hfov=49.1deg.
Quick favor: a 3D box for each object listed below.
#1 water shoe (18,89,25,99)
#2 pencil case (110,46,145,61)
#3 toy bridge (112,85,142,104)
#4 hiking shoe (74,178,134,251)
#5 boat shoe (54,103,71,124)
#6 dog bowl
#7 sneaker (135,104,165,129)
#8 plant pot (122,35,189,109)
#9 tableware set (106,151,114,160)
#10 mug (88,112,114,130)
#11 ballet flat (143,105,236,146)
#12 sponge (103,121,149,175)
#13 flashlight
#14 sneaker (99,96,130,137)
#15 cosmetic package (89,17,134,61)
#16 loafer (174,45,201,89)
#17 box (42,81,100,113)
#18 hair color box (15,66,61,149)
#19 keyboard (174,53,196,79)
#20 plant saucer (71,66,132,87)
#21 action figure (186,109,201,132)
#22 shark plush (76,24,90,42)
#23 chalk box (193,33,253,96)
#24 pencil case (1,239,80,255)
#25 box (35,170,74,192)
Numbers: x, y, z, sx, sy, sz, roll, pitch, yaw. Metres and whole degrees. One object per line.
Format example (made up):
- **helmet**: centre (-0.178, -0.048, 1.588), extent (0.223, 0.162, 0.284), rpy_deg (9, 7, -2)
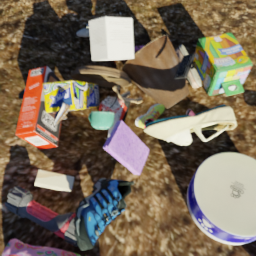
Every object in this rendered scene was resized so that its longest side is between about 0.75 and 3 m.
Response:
- **water shoe**: centre (-3.696, -0.907, 11.262), extent (0.642, 1.626, 0.581), rpy_deg (-29, 32, 10)
- **pencil case**: centre (0.005, -3.520, 13.250), extent (1.873, 0.810, 0.775), rpy_deg (3, 80, 3)
- **toy bridge**: centre (-0.112, -1.228, 10.514), extent (1.373, 0.187, 0.462), rpy_deg (32, 52, 33)
- **hiking shoe**: centre (-0.711, 2.413, 8.513), extent (1.228, 1.054, 2.833), rpy_deg (-10, 25, 19)
- **boat shoe**: centre (-1.910, -0.375, 8.112), extent (0.307, 0.847, 0.306), rpy_deg (16, 49, -26)
- **dog bowl**: centre (3.454, 2.290, 9.305), extent (2.840, 1.118, 2.840), rpy_deg (0, 57, 0)
- **sneaker**: centre (0.795, -0.331, 9.031), extent (1.123, 0.439, 0.507), rpy_deg (-40, 37, -9)
- **plant pot**: centre (1.350, -2.081, 11.532), extent (2.277, 2.277, 2.436), rpy_deg (-36, 91, -21)
- **tableware set**: centre (-0.378, 0.530, 10.476), extent (1.232, 0.247, 0.814), rpy_deg (-44, 34, 1)
- **mug**: centre (-0.862, -0.238, 9.108), extent (0.739, 0.900, 0.556), rpy_deg (2, 92, -18)
- **ballet flat**: centre (1.951, 0.017, 8.433), extent (2.942, 1.022, 1.022), rpy_deg (-14, 58, -13)
- **sponge**: centre (-0.001, 0.692, 9.230), extent (0.278, 1.863, 1.039), rpy_deg (2, 58, 41)
- **flashlight**: centre (-2.634, 2.769, 9.100), extent (2.814, 0.956, 0.953), rpy_deg (24, 54, 14)
- **sneaker**: centre (-0.717, -0.399, 10.972), extent (1.079, 0.672, 2.013), rpy_deg (16, 58, 9)
- **cosmetic package**: centre (-0.603, -3.195, 10.189), extent (1.178, 1.430, 1.180), rpy_deg (-12, 17, -36)
- **loafer**: centre (2.600, -2.680, 12.785), extent (0.801, 0.916, 2.547), rpy_deg (-30, 52, 24)
- **box**: centre (-1.921, -1.120, 10.106), extent (1.050, 2.998, 0.964), rpy_deg (-5, 95, 10)
- **hair color box**: centre (-3.079, -0.728, 10.158), extent (0.822, 1.362, 2.684), rpy_deg (-10, 61, 18)
- **keyboard**: centre (1.923, -2.041, 9.211), extent (0.638, 0.136, 1.063), rpy_deg (2, 57, 39)
- **plant saucer**: centre (-1.056, -2.048, 11.307), extent (2.474, 2.474, 0.364), rpy_deg (7, 87, 4)
- **action figure**: centre (2.832, -0.265, 11.422), extent (1.033, 0.692, 0.769), rpy_deg (21, 15, -1)
- **shark plush**: centre (-1.749, -5.220, 14.457), extent (1.919, 0.872, 0.799), rpy_deg (-44, 36, -19)
- **chalk box**: centre (4.095, -2.550, 12.121), extent (1.625, 1.614, 2.604), rpy_deg (-14, 58, -8)
- **pencil case**: centre (-2.213, 4.125, 8.111), extent (2.925, 1.279, 1.279), rpy_deg (9, 58, 5)
- **box**: centre (-2.468, 1.795, 9.386), extent (1.200, 0.570, 0.467), rpy_deg (15, 65, -15)
